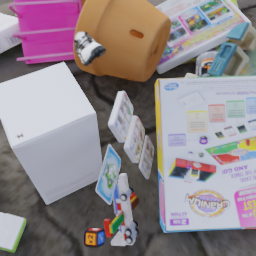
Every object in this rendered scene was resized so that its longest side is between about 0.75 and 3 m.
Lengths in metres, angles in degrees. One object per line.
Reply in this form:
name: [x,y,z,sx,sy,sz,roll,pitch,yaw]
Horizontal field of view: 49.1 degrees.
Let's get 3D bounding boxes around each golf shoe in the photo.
golf shoe: [-0.910,-1.711,5.977,0.549,0.667,1.412,-38,20,-9]

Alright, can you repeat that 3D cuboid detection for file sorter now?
file sorter: [-2.249,-3.241,7.664,1.904,2.740,1.718,-7,14,-5]

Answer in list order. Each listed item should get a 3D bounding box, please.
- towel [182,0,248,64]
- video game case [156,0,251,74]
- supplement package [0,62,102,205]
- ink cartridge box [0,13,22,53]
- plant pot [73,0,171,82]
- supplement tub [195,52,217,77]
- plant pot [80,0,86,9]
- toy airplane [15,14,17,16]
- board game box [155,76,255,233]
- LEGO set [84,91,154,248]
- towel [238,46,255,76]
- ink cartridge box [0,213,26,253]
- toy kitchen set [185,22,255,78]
towel: [2.618,-3.185,9.009,2.069,0.328,2.881,-7,53,18]
video game case: [1.804,-3.260,8.811,2.903,0.344,2.642,-25,55,7]
supplement package: [-1.476,0.214,5.671,1.446,2.415,1.464,-24,59,-17]
ink cartridge box: [-4.653,-2.979,9.143,2.132,0.663,2.649,-40,43,-24]
plant pot: [-0.006,-2.382,7.525,1.776,2.537,2.537,27,59,12]
supplement tub: [2.263,-1.334,7.695,0.846,0.846,1.380,7,61,5]
plant pot: [-1.845,-4.293,9.504,1.886,1.320,1.886,-1,52,1]
toy airplane: [-3.069,-3.571,9.136,0.812,1.146,1.151,-43,62,-15]
board game box: [1.729,0.488,5.661,2.278,0.600,2.977,-1,88,-1]
LEGO set: [-0.202,0.966,5.237,0.661,2.011,2.692,-4,52,24]
towel: [3.332,-1.634,8.011,1.454,0.215,1.983,-26,52,9]
ink cartridge box: [-2.534,2.016,5.528,0.840,0.318,0.621,20,54,-9]
toy kitchen set: [2.403,-1.242,5.970,1.662,1.222,2.074,38,104,53]
